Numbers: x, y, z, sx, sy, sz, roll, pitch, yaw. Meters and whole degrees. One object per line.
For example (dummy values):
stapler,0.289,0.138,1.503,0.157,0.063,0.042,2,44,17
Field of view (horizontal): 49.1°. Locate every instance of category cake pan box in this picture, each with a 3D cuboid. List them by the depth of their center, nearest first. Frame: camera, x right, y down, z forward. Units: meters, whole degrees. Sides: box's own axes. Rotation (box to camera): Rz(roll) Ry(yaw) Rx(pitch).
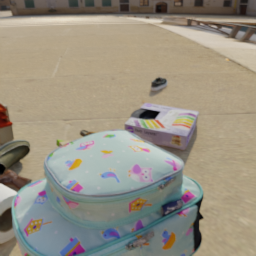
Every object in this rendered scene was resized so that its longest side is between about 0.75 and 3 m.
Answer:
cake pan box,1.178,-0.140,9.801,2.225,0.582,2.049,12,28,22

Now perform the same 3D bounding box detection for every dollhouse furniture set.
dollhouse furniture set,-4.885,0.091,8.649,2.325,1.211,2.350,-23,36,-37

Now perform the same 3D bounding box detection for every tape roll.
tape roll,-2.665,1.736,5.738,0.706,1.029,1.029,17,32,29

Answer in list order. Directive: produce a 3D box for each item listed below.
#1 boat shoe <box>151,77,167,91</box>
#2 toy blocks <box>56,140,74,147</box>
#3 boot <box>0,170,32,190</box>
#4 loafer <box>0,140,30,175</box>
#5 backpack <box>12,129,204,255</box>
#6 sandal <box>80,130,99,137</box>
boat shoe,1.577,-2.268,13.867,0.523,0.515,1.451,14,31,25
toy blocks,-1.334,0.730,8.158,0.998,0.729,1.460,-7,24,-37
boot,-2.970,1.463,7.126,0.816,0.262,0.761,22,47,18
loafer,-3.434,0.981,7.668,0.654,0.706,1.878,29,45,28
backpack,-0.458,1.454,4.941,2.978,2.283,2.618,-26,32,-26
sandal,-1.089,0.268,9.001,0.559,0.373,1.368,19,6,-38
